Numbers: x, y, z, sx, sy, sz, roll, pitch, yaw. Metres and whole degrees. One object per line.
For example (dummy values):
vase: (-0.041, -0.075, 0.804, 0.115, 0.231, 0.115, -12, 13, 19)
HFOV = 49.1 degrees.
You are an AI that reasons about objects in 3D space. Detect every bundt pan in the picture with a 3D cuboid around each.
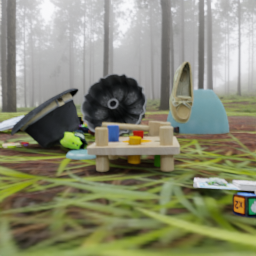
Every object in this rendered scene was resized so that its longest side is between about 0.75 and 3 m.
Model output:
bundt pan: (-0.457, -0.733, 10.679, 2.557, 2.557, 0.960, 1, -18, 14)

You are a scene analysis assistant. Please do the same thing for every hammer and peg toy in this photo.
hammer and peg toy: (0.164, 0.336, 6.172, 1.782, 0.854, 2.422, -1, 4, 6)

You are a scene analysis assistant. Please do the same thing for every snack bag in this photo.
snack bag: (-5.306, -0.227, 12.950, 1.641, 0.186, 1.740, -17, 16, 0)

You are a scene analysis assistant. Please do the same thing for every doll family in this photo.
doll family: (-2.344, -0.111, 11.224, 1.449, 0.983, 2.506, -2, -1, 44)

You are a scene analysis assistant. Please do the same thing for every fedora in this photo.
fedora: (-2.174, -0.153, 8.248, 2.410, 1.100, 2.410, -34, 7, 4)

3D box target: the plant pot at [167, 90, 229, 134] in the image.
plant pot: (3.289, -0.816, 13.428, 2.945, 1.983, 2.945, -1, 5, 0)

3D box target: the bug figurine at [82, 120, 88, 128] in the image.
bug figurine: (-2.142, -0.289, 15.283, 1.380, 0.458, 1.779, -14, 26, -37)

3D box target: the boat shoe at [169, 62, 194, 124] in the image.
boat shoe: (1.789, -1.148, 9.090, 0.728, 1.997, 0.628, 9, -15, 1)

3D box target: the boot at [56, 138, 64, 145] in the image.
boot: (-2.225, 0.415, 9.085, 0.787, 0.275, 0.518, 10, -5, -34)

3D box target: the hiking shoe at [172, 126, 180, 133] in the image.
hiking shoe: (1.928, 0.081, 11.979, 0.404, 0.304, 0.802, -5, -7, 32)

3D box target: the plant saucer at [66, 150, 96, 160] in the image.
plant saucer: (-1.088, 0.641, 6.871, 0.866, 0.119, 0.866, -1, 5, 0)

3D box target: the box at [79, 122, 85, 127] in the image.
box: (-2.350, -0.274, 16.724, 1.212, 0.346, 1.771, -3, 6, -36)

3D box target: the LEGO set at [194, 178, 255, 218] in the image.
LEGO set: (1.579, 0.871, 3.245, 1.582, 0.520, 2.118, 1, -7, 12)

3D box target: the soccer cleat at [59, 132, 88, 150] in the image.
soccer cleat: (-1.407, 0.416, 7.836, 0.639, 0.533, 1.578, 27, 1, 4)

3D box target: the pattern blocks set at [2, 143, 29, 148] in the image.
pattern blocks set: (-3.501, 0.533, 8.433, 0.922, 0.075, 0.811, -1, 5, -14)
